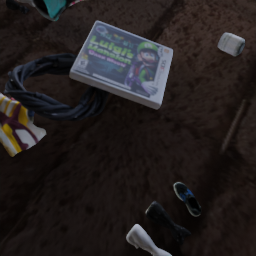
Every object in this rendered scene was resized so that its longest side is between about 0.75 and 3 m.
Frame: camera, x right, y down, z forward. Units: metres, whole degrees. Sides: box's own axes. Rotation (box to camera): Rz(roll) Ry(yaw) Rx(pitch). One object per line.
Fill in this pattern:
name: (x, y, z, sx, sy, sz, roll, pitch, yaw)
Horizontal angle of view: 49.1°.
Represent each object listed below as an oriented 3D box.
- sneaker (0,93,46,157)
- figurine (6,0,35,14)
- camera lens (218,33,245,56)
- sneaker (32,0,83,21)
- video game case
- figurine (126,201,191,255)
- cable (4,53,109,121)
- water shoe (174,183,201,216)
sneaker: (-3.359, -0.454, 7.926, 1.198, 0.996, 2.659, -30, 68, -22)
figurine: (-4.302, -5.094, 11.490, 0.936, 0.413, 0.959, 28, 59, 9)
camera lens: (3.626, -2.922, 9.796, 0.764, 0.611, 0.611, 34, 62, 22)
sneaker: (-1.103, -2.445, 5.003, 1.702, 0.712, 1.028, -2, 41, 35)
video game case: (-0.081, -2.104, 8.982, 2.847, 0.332, 2.588, 19, 56, -4)
figurine: (0.685, 2.397, 6.226, 1.080, 0.477, 1.107, 37, 63, 18)
cable: (-2.062, -1.130, 8.226, 2.950, 0.749, 2.407, -18, 66, -36)
water shoe: (1.463, 1.658, 6.757, 0.334, 0.368, 0.933, -26, 59, -17)
